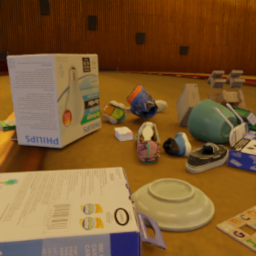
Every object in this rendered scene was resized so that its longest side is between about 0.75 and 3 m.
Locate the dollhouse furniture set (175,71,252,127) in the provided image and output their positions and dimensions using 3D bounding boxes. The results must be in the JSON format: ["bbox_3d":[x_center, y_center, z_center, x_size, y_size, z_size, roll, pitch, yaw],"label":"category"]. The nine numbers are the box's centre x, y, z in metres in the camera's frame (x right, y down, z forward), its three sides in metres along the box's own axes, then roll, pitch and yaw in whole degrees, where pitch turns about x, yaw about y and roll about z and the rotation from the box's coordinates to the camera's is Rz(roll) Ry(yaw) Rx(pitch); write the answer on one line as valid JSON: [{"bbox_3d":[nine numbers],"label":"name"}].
[{"bbox_3d":[3.467,-0.939,11.594,2.571,2.253,1.708,-1,-22,-5],"label":"dollhouse furniture set"}]

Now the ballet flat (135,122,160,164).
[{"bbox_3d":[0.632,0.324,8.919,0.845,0.870,2.444,1,15,2],"label":"ballet flat"}]

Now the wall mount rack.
[{"bbox_3d":[3.349,-0.024,9.098,0.613,1.428,1.644,1,13,40],"label":"wall mount rack"}]

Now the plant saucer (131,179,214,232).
[{"bbox_3d":[0.871,1.417,5.705,1.729,0.434,1.729,0,15,0],"label":"plant saucer"}]

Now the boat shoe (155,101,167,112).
[{"bbox_3d":[1.192,-1.061,14.536,1.733,0.640,0.739,-2,15,2],"label":"boat shoe"}]

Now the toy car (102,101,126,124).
[{"bbox_3d":[-0.554,-0.624,12.742,1.095,0.959,0.821,23,-11,43],"label":"toy car"}]

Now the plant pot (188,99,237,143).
[{"bbox_3d":[3.019,-0.139,9.734,1.467,1.467,1.177,-9,24,-31],"label":"plant pot"}]

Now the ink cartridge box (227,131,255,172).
[{"bbox_3d":[3.855,0.663,8.338,1.094,0.514,2.327,12,19,34],"label":"ink cartridge box"}]

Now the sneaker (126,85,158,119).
[{"bbox_3d":[0.745,-0.849,12.399,1.165,1.119,2.970,45,4,14],"label":"sneaker"}]

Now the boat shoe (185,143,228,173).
[{"bbox_3d":[2.272,0.732,7.739,1.693,0.600,0.610,-19,36,-40],"label":"boat shoe"}]

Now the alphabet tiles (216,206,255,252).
[{"bbox_3d":[2.592,1.810,4.952,1.568,0.059,1.311,-10,18,-32],"label":"alphabet tiles"}]

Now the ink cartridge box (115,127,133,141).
[{"bbox_3d":[-0.185,0.223,10.414,0.499,0.289,0.857,-5,17,-16],"label":"ink cartridge box"}]

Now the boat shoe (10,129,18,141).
[{"bbox_3d":[-4.122,0.207,10.362,0.346,0.346,0.936,-2,15,-7],"label":"boat shoe"}]

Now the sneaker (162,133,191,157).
[{"bbox_3d":[1.466,0.479,8.979,0.773,0.534,1.390,8,21,-5],"label":"sneaker"}]

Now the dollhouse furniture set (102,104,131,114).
[{"bbox_3d":[-0.996,-1.159,13.778,2.500,1.221,2.132,-1,15,-4],"label":"dollhouse furniture set"}]

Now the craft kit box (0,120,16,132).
[{"bbox_3d":[-4.912,-0.121,11.826,1.070,0.260,1.057,-13,17,-40],"label":"craft kit box"}]

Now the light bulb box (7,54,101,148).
[{"bbox_3d":[-2.467,-1.116,10.119,1.844,2.956,2.930,4,15,21],"label":"light bulb box"}]

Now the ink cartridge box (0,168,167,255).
[{"bbox_3d":[-0.917,1.470,4.152,2.899,1.107,1.978,-4,16,-6],"label":"ink cartridge box"}]

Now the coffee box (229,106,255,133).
[{"bbox_3d":[4.304,-0.121,9.894,1.545,0.340,0.950,39,-2,-26],"label":"coffee box"}]
